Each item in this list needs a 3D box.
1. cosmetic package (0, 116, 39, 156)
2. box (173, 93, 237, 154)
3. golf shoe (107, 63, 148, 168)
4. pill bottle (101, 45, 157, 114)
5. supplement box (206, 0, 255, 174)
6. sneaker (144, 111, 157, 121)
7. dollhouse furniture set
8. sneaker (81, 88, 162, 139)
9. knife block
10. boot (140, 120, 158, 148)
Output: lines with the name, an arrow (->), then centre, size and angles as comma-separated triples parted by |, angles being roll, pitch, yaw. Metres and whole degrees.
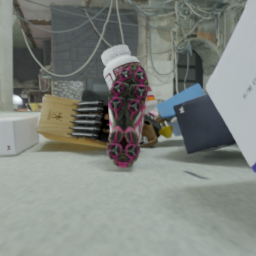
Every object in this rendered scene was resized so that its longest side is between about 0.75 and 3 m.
cosmetic package -> -2.947, 0.139, 6.805 | 1.073, 0.754, 2.116 | -3, 6, -5
box -> 2.101, -0.184, 5.624 | 1.720, 1.027, 1.749 | -19, -12, 29
golf shoe -> -0.036, -0.218, 4.930 | 0.649, 1.788, 0.823 | 8, -3, 2
pill bottle -> -0.015, -0.909, 5.624 | 0.778, 1.377, 0.778 | -22, -7, -3
supplement box -> 2.191, -0.484, 2.676 | 2.358, 1.193, 1.219 | -3, 51, -16
sneaker -> 0.021, -0.423, 13.249 | 2.577, 1.018, 1.229 | 1, 16, 23
dollhouse furniture set -> 2.362, 0.078, 7.802 | 2.714, 1.771, 2.562 | -26, -27, 7
sneaker -> -0.277, -0.499, 8.752 | 2.903, 0.872, 1.514 | 6, 45, 16
knife block -> -0.900, -0.022, 7.151 | 2.534, 0.923, 2.886 | 12, -9, -8
boot -> -0.030, 0.096, 7.483 | 1.742, 0.657, 0.641 | -1, 26, 37
